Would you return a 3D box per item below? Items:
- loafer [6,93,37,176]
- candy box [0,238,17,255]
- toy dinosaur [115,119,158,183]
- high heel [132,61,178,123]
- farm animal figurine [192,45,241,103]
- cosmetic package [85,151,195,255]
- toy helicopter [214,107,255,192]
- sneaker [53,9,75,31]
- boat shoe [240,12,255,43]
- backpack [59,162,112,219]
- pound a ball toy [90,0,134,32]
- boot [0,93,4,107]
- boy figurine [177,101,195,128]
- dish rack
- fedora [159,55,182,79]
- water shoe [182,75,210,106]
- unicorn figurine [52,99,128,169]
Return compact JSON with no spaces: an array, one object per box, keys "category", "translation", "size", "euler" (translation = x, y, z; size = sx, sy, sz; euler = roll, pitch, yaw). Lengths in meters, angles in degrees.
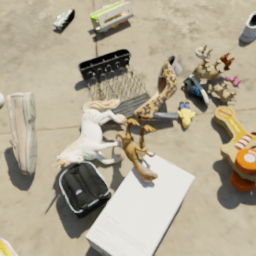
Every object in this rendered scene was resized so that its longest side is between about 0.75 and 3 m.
[{"category":"loafer","translation":[-3.049,0.175,8.004],"size":[0.740,0.846,2.354],"euler":[-1,90,-1]},{"category":"candy box","translation":[-3.353,3.698,6.502],"size":[1.240,0.555,1.818],"euler":[38,64,23]},{"category":"toy dinosaur","translation":[0.044,0.400,7.599],"size":[0.764,1.343,2.529],"euler":[10,27,-29]},{"category":"high heel","translation":[0.830,-1.217,9.136],"size":[1.486,0.744,2.085],"euler":[0,82,-14]},{"category":"farm animal figurine","translation":[3.028,-1.821,9.893],"size":[1.743,0.919,1.763],"euler":[16,66,-17]},{"category":"cosmetic package","translation":[0.364,2.136,7.206],"size":[1.567,1.127,2.778],"euler":[30,61,18]},{"category":"toy helicopter","translation":[3.615,0.326,8.448],"size":[1.965,1.172,2.972],"euler":[-17,46,-4]},{"category":"sneaker","translation":[-2.773,-4.765,12.104],"size":[0.579,0.485,1.309],"euler":[23,59,12]},{"category":"boat shoe","translation":[5.482,-4.486,11.748],"size":[0.847,0.769,2.303],"euler":[27,61,17]},{"category":"backpack","translation":[-1.179,1.632,7.587],"size":[1.169,0.992,1.317],"euler":[-32,63,-15]},{"category":"pound a ball toy","translation":[-0.670,-4.825,12.084],"size":[1.959,0.832,1.277],"euler":[-32,37,-19]},{"category":"boot","translation":[-5.747,-1.383,9.386],"size":[2.894,1.307,1.053],"euler":[10,57,6]},{"category":"boy figurine","translation":[1.952,-0.444,9.375],"size":[0.605,0.313,0.973],"euler":[0,58,-2]},{"category":"dish rack","translation":[-0.381,-1.489,9.829],"size":[2.026,0.720,2.641],"euler":[-23,60,-13]},{"category":"fedora","translation":[1.597,-2.087,10.221],"size":[0.517,1.012,1.145],"euler":[34,26,-16]},{"category":"water shoe","translation":[2.399,-1.234,9.892],"size":[0.531,0.481,1.346],"euler":[-31,59,13]},{"category":"unicorn figurine","translation":[-1.016,0.342,8.358],"size":[1.954,1.050,2.844],"euler":[5,47,-7]}]
